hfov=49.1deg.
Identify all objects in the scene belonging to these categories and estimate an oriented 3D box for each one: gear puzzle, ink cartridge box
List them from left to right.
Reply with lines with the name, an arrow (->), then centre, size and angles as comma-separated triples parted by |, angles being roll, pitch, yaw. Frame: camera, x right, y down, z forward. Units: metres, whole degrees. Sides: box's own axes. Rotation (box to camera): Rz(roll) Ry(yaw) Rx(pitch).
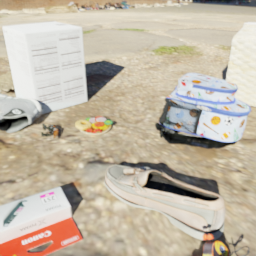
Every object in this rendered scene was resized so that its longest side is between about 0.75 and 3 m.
gear puzzle -> -5.706, -1.899, 12.930 | 1.551, 0.392, 2.995 | 9, 32, 12
ink cartridge box -> -1.908, 1.939, 5.601 | 1.614, 0.352, 1.401 | -15, 30, -26

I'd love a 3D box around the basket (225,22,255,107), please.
basket -> 5.647, -2.408, 11.177 | 2.962, 2.936, 2.382 | 16, 36, 27

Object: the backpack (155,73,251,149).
backpack -> 2.475, -0.590, 8.795 | 2.514, 2.033, 2.640 | 22, 30, 13

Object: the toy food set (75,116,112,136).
toy food set -> -1.129, -0.090, 9.518 | 1.130, 0.275, 1.118 | 21, 34, 35

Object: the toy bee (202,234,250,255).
toy bee -> 1.391, 2.208, 4.673 | 0.887, 0.736, 1.354 | -37, -2, 32

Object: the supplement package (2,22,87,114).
supplement package -> -3.220, -2.470, 11.122 | 2.236, 2.968, 2.253 | -21, 34, -34

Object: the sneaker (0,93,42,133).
sneaker -> -4.459, -0.484, 9.529 | 2.709, 1.016, 1.564 | 1, 30, 0

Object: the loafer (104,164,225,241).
loafer -> 0.706, 1.308, 6.151 | 2.964, 0.932, 1.066 | 20, 34, 33

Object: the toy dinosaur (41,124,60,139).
toy dinosaur -> -2.480, 0.088, 9.085 | 0.596, 0.449, 0.879 | 4, 2, -27
